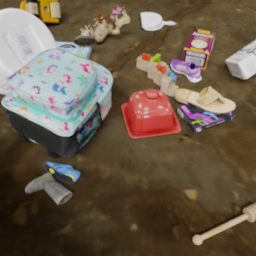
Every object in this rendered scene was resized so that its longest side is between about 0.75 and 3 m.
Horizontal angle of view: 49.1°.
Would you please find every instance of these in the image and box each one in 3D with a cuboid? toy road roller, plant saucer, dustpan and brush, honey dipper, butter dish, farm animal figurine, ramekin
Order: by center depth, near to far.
[{"bbox_3d":[2.446,2.339,6.804,2.021,0.384,0.384,-20,49,-12],"label":"honey dipper"},{"bbox_3d":[0.722,-0.665,8.978,1.718,1.273,1.722,-8,47,-7],"label":"butter dish"},{"bbox_3d":[-3.787,-2.597,9.583,1.371,2.812,2.812,-11,35,40],"label":"ramekin"},{"bbox_3d":[-1.790,-3.587,11.480,0.921,0.921,0.169,-5,85,-5],"label":"plant saucer"},{"bbox_3d":[-0.963,-4.573,12.809,2.006,1.057,2.028,-47,39,-20],"label":"farm animal figurine"},{"bbox_3d":[-4.360,-5.743,13.748,1.817,1.116,1.326,-13,19,-39],"label":"toy road roller"},{"bbox_3d":[1.522,-5.291,14.009,1.710,0.489,1.194,-5,59,3],"label":"dustpan and brush"}]

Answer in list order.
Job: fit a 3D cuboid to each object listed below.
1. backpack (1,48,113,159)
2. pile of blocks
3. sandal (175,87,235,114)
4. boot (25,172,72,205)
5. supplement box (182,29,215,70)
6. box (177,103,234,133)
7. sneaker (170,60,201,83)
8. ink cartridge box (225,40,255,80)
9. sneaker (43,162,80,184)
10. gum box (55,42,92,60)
[{"bbox_3d":[-1.912,-0.992,8.422,2.660,2.256,2.996,25,49,15],"label":"backpack"},{"bbox_3d":[1.275,-2.287,10.835,1.067,0.808,2.600,-21,50,-18],"label":"pile of blocks"},{"bbox_3d":[2.552,-1.071,9.338,2.052,0.675,0.752,16,54,19],"label":"sandal"},{"bbox_3d":[-2.108,1.706,7.419,0.889,0.355,0.978,-35,62,-27],"label":"boot"},{"bbox_3d":[2.998,-3.357,11.861,1.013,0.787,1.837,15,48,14],"label":"supplement box"},{"bbox_3d":[2.618,-0.489,9.489,1.559,0.281,1.114,-17,48,-16],"label":"box"},{"bbox_3d":[2.315,-2.416,11.077,0.591,0.649,1.469,-32,53,-25],"label":"sneaker"},{"bbox_3d":[4.712,-2.653,10.473,1.725,0.719,1.253,-34,17,7],"label":"ink cartridge box"},{"bbox_3d":[-1.859,1.193,7.880,1.108,0.365,0.434,20,38,17],"label":"sneaker"},{"bbox_3d":[-2.626,-3.014,11.793,1.879,0.419,1.597,7,47,6],"label":"gum box"}]
